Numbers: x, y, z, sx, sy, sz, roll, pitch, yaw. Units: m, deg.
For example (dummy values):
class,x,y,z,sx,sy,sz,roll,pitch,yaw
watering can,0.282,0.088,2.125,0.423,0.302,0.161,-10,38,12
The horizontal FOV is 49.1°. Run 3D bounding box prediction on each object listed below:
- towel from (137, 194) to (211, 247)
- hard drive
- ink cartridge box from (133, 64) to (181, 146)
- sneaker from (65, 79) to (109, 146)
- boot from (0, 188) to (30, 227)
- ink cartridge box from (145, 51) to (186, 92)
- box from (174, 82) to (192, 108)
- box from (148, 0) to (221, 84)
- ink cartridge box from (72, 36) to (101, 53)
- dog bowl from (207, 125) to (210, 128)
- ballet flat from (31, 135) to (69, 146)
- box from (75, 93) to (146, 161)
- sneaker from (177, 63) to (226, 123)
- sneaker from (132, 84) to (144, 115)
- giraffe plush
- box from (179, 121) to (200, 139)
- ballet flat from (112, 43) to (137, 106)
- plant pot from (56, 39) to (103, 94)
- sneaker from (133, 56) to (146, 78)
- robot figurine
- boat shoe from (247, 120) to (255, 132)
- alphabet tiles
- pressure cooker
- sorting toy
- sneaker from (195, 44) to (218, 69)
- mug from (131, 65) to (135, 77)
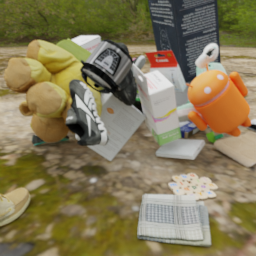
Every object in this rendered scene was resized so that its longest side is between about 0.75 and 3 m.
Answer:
class,x,y,z,sx,sy,sz,roll,pitch,yaw
towel,0.841,1.623,5.145,1.273,0.220,1.226,3,21,7
hard drive,1.372,0.543,7.420,1.108,0.146,0.731,1,32,41
ink cartridge box,0.717,-0.660,6.905,0.635,1.886,1.105,-20,35,-6
sneaker,-0.982,-0.302,5.661,0.704,1.556,0.517,-14,-16,-36
boot,-2.412,1.169,4.976,0.552,1.180,1.518,11,23,27
ink cartridge box,1.033,-1.610,8.149,1.012,1.265,0.299,10,52,44
box,2.085,-1.385,10.951,1.788,1.797,1.175,17,28,39
box,1.829,-3.104,9.187,1.442,2.694,2.000,-19,29,-9
ink cartridge box,-1.717,-2.301,10.950,0.949,2.253,1.629,9,32,21
dog bowl,2.587,-0.611,9.058,1.185,1.185,0.437,-15,14,-34
ballet flat,-2.344,0.260,8.449,1.107,0.379,0.376,-9,-9,-25
box,-0.510,-0.122,7.445,1.162,1.526,0.811,37,5,-24
sneaker,1.945,-1.067,7.868,2.398,1.415,0.883,-22,-4,-30
sneaker,0.327,-1.310,11.117,2.673,1.043,1.139,23,75,38
giraffe plush,-1.898,-0.674,7.536,2.548,2.394,2.953,42,36,2
box,1.516,-0.072,9.600,1.682,0.273,1.019,17,26,35
ballet flat,-0.263,-1.470,7.197,0.805,0.688,2.423,-17,44,9
plant pot,-1.535,-1.589,9.200,2.350,2.474,2.474,41,22,-6
sneaker,-0.065,-2.576,11.504,0.816,1.145,2.309,-45,1,-17
robot figurine,2.137,-0.594,6.679,1.316,1.830,1.067,-30,21,36
boat shoe,4.412,0.017,9.236,0.404,0.425,1.181,-23,30,-14
alphabet tiles,1.429,1.306,6.203,1.009,0.074,0.987,-6,22,-16
pressure cooker,-0.471,-1.228,5.932,0.873,0.993,0.887,29,-10,44
sorting toy,3.231,0.492,8.071,1.460,0.291,1.975,-15,28,-23
sneaker,2.066,-1.874,6.955,0.387,0.455,1.028,37,54,4
mug,-0.581,-2.173,10.336,1.425,1.200,1.626,17,-3,21
